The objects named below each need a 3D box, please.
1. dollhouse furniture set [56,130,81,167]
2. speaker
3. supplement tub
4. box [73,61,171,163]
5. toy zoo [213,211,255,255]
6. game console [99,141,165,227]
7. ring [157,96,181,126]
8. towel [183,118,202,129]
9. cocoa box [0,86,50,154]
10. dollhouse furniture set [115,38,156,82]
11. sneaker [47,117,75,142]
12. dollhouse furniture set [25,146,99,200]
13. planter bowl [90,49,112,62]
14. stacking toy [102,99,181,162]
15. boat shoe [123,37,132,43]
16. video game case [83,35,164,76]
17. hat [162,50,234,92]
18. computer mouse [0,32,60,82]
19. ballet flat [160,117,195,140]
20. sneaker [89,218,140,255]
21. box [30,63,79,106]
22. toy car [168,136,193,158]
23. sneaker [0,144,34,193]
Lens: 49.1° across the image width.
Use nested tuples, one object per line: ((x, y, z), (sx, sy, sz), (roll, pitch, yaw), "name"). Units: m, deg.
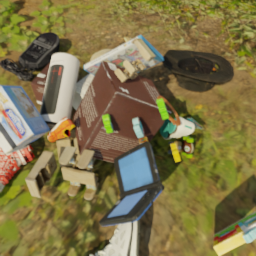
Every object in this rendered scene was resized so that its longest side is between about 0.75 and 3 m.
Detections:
((-1.822, 0.658, 9.815), (1.089, 0.933, 1.145), (-5, 16, -4), "dollhouse furniture set")
((-2.314, -1.216, 9.491), (1.025, 1.025, 2.524), (5, 72, 4), "speaker")
((-1.223, -1.492, 10.859), (1.303, 1.303, 1.974), (32, 59, 23), "supplement tub")
((-0.325, -0.384, 8.721), (1.924, 2.344, 1.944), (17, 31, -29), "box")
((2.728, 2.450, 6.693), (1.485, 2.264, 0.232), (-34, 70, 8), "toy zoo")
((-0.111, 1.442, 7.009), (1.131, 1.912, 1.632), (51, 54, -2), "game console")
((1.131, -0.465, 7.885), (0.099, 1.036, 1.036), (-37, 47, 24), "ring")
((2.043, -0.136, 9.083), (0.551, 0.751, 0.081), (38, 81, -11), "towel")
((-3.315, -0.267, 8.139), (1.083, 1.101, 1.651), (-33, 91, 12), "cocoa box")
((0.128, -1.883, 7.808), (0.674, 1.036, 0.952), (51, 27, 2), "dollhouse furniture set")
((-2.060, 0.171, 8.490), (0.506, 1.311, 0.478), (51, 46, 0), "sneaker")
((-1.809, 1.437, 7.989), (1.712, 1.501, 1.137), (10, 43, 11), "dollhouse furniture set")
((-0.864, -2.303, 10.089), (0.790, 1.174, 1.174), (28, 55, 37), "planter bowl")
((0.417, 0.276, 7.713), (1.661, 2.203, 0.518), (-16, 35, 10), "stacking toy")
((0.247, -3.158, 10.957), (0.462, 1.474, 0.540), (-28, 71, 14), "boat shoe")
((-0.126, -2.082, 9.011), (2.143, 1.534, 0.191), (-21, 68, 26), "video game case")
((2.743, -2.187, 11.452), (2.912, 1.175, 2.912), (5, 41, -4), "hat")
((-4.173, -3.209, 12.720), (1.962, 0.747, 2.833), (30, 67, 22), "computer mouse")
((1.619, 0.057, 9.323), (0.778, 2.240, 0.778), (0, 87, -6), "ballet flat")
((-0.536, 3.168, 7.206), (1.619, 1.062, 2.814), (5, 53, 1), "sneaker")
((-2.791, -1.619, 11.022), (1.214, 1.202, 1.464), (18, 53, 14), "box")
((1.710, 0.641, 9.329), (0.795, 0.653, 0.628), (-1, 11, -12), "toy car")
((-3.777, 1.173, 9.008), (1.272, 0.792, 2.373), (-7, 48, -2), "sneaker")
